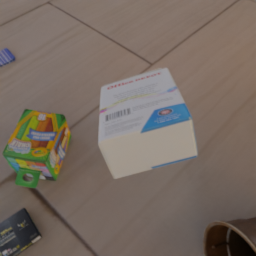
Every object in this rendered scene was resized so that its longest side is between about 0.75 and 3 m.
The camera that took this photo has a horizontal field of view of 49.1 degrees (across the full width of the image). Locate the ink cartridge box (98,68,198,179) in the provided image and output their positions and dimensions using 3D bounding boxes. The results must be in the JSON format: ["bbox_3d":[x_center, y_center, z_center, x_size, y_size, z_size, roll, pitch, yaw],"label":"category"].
[{"bbox_3d":[0.407,-0.296,7.618,2.161,1.266,2.991,-16,34,6],"label":"ink cartridge box"}]

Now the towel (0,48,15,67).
[{"bbox_3d":[-6.179,-3.216,13.215,1.453,0.173,1.052,-33,61,-20],"label":"towel"}]

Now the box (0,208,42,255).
[{"bbox_3d":[-3.553,3.338,8.661,1.399,0.357,1.103,-32,60,-20],"label":"box"}]

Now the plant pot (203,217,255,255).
[{"bbox_3d":[4.016,3.497,7.227,2.931,2.961,2.961,-11,56,-17],"label":"plant pot"}]

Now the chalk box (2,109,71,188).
[{"bbox_3d":[-3.135,0.820,9.663,1.534,1.523,2.457,8,56,6],"label":"chalk box"}]
